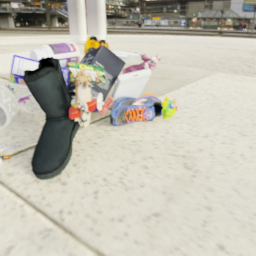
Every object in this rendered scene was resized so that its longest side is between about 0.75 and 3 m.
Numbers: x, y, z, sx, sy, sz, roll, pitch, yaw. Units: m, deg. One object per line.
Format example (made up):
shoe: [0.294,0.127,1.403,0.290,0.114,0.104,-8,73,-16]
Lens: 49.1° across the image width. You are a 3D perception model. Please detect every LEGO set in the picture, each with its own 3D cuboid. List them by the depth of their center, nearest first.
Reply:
LEGO set: [-4.188,0.878,8.604,1.282,0.421,1.717,2,12,6]

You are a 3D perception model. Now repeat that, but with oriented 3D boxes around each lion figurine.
lion figurine: [-1.238,-0.894,7.387,0.458,1.265,0.775,9,10,-24]

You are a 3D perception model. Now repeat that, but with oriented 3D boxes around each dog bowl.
dog bowl: [-3.711,-0.535,7.034,1.716,1.716,0.503,0,52,-1]

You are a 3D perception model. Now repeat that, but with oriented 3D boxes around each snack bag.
snack bag: [-0.828,-3.065,13.182,2.265,0.257,2.402,-15,0,38]

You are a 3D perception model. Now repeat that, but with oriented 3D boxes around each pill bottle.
pill bottle: [-3.087,-3.000,11.822,1.900,1.059,1.059,-21,31,-38]

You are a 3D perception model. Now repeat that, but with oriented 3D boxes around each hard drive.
hard drive: [0.029,-1.541,10.938,1.297,0.262,1.966,-17,-16,-20]

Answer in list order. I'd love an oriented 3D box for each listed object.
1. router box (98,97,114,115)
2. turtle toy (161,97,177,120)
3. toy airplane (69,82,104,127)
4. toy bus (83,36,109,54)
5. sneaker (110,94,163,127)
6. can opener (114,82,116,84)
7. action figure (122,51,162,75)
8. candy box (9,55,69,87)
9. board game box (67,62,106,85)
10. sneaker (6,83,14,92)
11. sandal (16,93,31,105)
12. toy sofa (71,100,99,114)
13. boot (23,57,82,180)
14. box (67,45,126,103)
router box: [-0.831,-0.793,10.367,0.192,0.705,0.785,37,-3,-8]
turtle toy: [1.131,-0.495,7.656,0.382,0.550,0.755,3,29,23]
toy airplane: [-1.297,-0.686,8.338,0.831,1.178,1.173,20,-7,22]
toy bus: [-1.499,-3.496,12.489,1.034,0.702,0.992,11,-18,-26]
sneaker: [0.477,-0.704,11.206,2.940,1.108,1.153,-22,35,-38]
can opener: [-0.291,-2.838,16.767,1.856,0.617,0.489,7,23,4]
action figure: [0.597,-2.275,10.981,1.699,1.265,1.138,-24,50,21]
candy box: [-3.376,-1.969,10.587,2.024,0.780,1.712,11,-5,-23]
board game box: [-1.222,-1.604,8.327,1.149,0.602,0.135,0,-24,-34]
sneaker: [-6.521,-2.142,15.470,0.444,0.400,1.030,5,28,-18]
sandal: [-4.604,-1.233,12.408,0.632,0.382,1.554,-28,10,-31]
toy sofa: [-2.326,-1.095,11.992,2.315,0.959,1.130,-3,13,-8]
boot: [-2.313,-0.367,7.838,1.108,2.438,2.902,-3,41,16]
box: [-1.390,-1.929,10.955,1.195,2.036,2.002,33,-10,-26]
